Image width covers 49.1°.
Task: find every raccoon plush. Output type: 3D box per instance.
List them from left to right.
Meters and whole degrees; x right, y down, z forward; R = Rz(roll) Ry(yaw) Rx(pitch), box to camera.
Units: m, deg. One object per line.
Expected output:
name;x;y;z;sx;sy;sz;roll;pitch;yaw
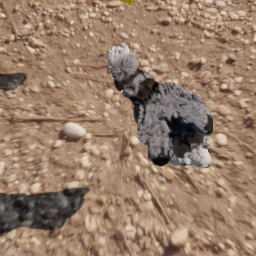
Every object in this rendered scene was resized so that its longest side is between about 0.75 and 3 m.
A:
raccoon plush;0.767;-0.358;5.417;1.276;1.767;2.638;-25;80;10

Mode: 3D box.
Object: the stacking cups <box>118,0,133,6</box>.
stacking cups;-0.962;-3.761;6.946;2.380;0.720;0.720;12;59;-16
